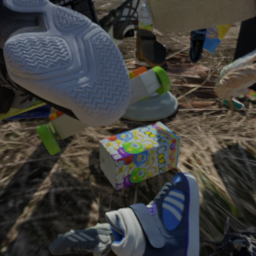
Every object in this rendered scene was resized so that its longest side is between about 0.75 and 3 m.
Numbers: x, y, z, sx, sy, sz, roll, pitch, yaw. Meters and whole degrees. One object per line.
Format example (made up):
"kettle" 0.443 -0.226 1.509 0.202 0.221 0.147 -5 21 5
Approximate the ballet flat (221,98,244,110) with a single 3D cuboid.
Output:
"ballet flat" 3.569 -0.856 9.553 0.312 0.312 0.899 -19 40 -28

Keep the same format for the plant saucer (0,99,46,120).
"plant saucer" -1.864 -1.291 5.877 0.499 2.083 2.080 19 25 20

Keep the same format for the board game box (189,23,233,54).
"board game box" 2.694 -3.171 9.023 0.937 1.224 0.247 33 23 3

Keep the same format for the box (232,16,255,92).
"box" 3.518 -2.201 5.941 1.541 2.905 1.776 -3 25 -11

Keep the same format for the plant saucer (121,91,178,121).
"plant saucer" 0.498 -1.067 9.548 2.425 0.609 2.425 0 31 0

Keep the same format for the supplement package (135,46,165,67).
"supplement package" 1.058 -3.535 13.518 1.016 0.723 1.305 17 34 26

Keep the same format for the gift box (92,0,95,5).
"gift box" -1.684 -4.179 8.917 1.098 1.190 1.111 -19 28 13

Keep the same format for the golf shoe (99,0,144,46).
"golf shoe" -0.030 -3.626 9.417 2.384 1.127 0.927 -49 20 -27

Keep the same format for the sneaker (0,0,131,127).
"sneaker" -0.869 -0.516 2.633 2.120 1.207 0.800 38 56 18

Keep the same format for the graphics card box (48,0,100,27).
"graphics card box" -0.920 -1.930 4.606 0.729 1.161 0.295 -18 -3 10

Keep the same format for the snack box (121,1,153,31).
"snack box" 0.364 -4.526 11.506 1.513 1.076 0.401 -5 38 -29

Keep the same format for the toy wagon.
"toy wagon" -0.548 -0.306 4.672 2.000 0.510 2.578 -29 8 -17

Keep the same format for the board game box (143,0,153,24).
"board game box" 1.531 -4.173 8.564 2.144 0.442 2.149 -11 56 1

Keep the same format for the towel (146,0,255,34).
"towel" 1.440 -3.057 6.245 2.533 1.679 0.437 4 41 41

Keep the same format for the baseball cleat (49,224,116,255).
"baseball cleat" -0.726 1.967 4.712 1.118 0.390 0.595 -15 34 -22

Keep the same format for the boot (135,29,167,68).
"boot" 0.497 -1.777 6.755 0.608 0.623 1.652 4 39 -15

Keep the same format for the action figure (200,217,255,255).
"action figure" 2.204 1.877 4.274 2.044 1.043 1.215 5 42 6

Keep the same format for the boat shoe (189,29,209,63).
"boat shoe" 2.164 -2.684 8.424 0.595 1.414 0.485 -4 20 2

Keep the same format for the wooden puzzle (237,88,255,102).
"wooden puzzle" 4.718 -1.229 10.279 1.675 0.118 0.993 -6 32 -9

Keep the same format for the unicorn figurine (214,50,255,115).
"unicorn figurine" 1.824 -0.831 4.328 1.887 1.296 0.697 -1 64 -56

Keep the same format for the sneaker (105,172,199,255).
"sneaker" 0.404 1.444 4.979 1.533 0.843 2.093 14 38 -1

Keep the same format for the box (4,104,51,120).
"box" -3.365 -1.049 9.744 1.453 0.389 2.398 -4 33 -7

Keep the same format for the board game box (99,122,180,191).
"board game box" 0.267 0.612 6.483 1.662 0.871 0.856 -17 36 -24
